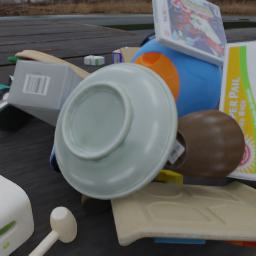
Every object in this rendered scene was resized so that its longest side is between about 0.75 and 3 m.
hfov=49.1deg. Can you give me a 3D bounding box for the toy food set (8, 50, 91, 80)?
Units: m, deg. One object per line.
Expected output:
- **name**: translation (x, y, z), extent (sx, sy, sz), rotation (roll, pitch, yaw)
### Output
- **toy food set**: translation (-2.143, -1.539, 8.554), extent (2.871, 0.698, 2.842), rotation (21, -3, -5)

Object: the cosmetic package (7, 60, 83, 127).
- **cosmetic package**: translation (-1.503, -0.591, 6.516), extent (1.244, 1.050, 2.329), rotation (8, -9, 14)

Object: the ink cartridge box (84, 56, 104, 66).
- **ink cartridge box**: translation (-1.734, -3.452, 14.367), extent (0.845, 0.351, 0.620), rotation (11, 29, 22)

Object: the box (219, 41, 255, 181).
- **box**: translation (2.400, -0.217, 5.103), extent (1.198, 2.364, 1.330), rotation (4, -6, 31)

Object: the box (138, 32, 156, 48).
- **box**: translation (1.459, -2.798, 10.762), extent (1.341, 1.812, 0.945), rotation (-36, 0, -24)

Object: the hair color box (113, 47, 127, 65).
- **hair color box**: translation (0.638, -3.379, 13.748), extent (2.486, 0.806, 1.359), rotation (13, 30, 27)

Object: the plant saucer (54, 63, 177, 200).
- **plant saucer**: translation (-0.341, -0.052, 3.745), extent (1.945, 1.945, 0.488), rotation (19, -6, 33)

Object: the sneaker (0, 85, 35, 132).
- **sneaker**: translation (-3.553, -0.619, 7.898), extent (1.411, 0.977, 2.337), rotation (9, 19, 7)

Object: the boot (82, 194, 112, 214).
- **boot**: translation (-0.202, 1.157, 5.026), extent (1.269, 0.467, 0.479), rotation (-7, 17, -10)

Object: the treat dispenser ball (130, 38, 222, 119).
- **treat dispenser ball**: translation (1.195, -1.182, 7.452), extent (2.505, 2.505, 2.505), rotation (0, 26, 0)

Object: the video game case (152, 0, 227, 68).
- **video game case**: translation (1.453, -2.417, 6.450), extent (2.000, 0.230, 1.822), rotation (11, 63, -27)

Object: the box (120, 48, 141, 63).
- **box**: translation (0.752, -1.780, 9.462), extent (1.705, 2.086, 0.222), rotation (-7, -17, -23)

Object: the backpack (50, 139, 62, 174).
- **backpack**: translation (-0.477, 0.166, 5.173), extent (1.638, 1.790, 1.316), rotation (24, 44, -30)

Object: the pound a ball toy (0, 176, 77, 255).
- **pound a ball toy**: translation (-2.067, 1.481, 3.641), extent (1.604, 1.045, 2.459), rotation (17, 31, 31)

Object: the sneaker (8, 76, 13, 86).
- **sneaker**: translation (-4.455, -1.804, 11.171), extent (0.438, 0.381, 0.973), rotation (-2, 25, -46)

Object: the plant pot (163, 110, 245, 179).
- **plant pot**: translation (0.939, 0.266, 4.106), extent (1.118, 1.118, 1.196), rotation (24, 16, 39)

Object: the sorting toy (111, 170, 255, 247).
- **sorting toy**: translation (0.842, 1.106, 4.270), extent (2.208, 0.397, 2.964), rotation (1, 2, -7)
